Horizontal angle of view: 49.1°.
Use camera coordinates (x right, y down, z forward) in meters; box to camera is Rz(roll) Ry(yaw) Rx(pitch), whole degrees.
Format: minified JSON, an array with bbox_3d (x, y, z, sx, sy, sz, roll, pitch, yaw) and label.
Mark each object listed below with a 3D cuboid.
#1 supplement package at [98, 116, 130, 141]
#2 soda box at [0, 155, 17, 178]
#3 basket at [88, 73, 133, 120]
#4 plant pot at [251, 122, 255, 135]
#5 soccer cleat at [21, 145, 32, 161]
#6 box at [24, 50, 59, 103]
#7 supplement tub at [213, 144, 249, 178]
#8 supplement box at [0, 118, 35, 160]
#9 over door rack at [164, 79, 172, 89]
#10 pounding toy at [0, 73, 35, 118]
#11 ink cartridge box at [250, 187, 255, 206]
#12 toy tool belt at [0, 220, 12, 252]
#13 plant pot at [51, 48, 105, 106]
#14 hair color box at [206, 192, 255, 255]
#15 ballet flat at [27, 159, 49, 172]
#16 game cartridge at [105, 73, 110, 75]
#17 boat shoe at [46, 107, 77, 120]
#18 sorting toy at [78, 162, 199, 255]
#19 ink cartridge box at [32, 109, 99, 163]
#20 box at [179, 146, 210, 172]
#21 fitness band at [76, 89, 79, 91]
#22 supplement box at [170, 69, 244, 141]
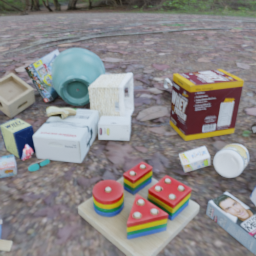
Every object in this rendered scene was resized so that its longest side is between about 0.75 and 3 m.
[{"bbox_3d":[-0.518,0.005,10.941,1.193,0.661,0.929,1,22,3],"label":"supplement package"},{"bbox_3d":[-4.321,1.304,8.768,1.507,0.479,0.515,-9,49,-18],"label":"soda box"},{"bbox_3d":[-0.653,-1.266,12.117,1.511,1.862,1.878,5,29,13],"label":"basket"},{"bbox_3d":[5.280,-0.023,10.920,0.885,0.827,0.827,-11,31,-18],"label":"plant pot"},{"bbox_3d":[-3.428,0.848,9.429,0.290,0.868,0.332,-22,80,-37],"label":"soccer cleat"},{"bbox_3d":[-4.009,-2.763,14.648,0.539,1.954,2.861,-17,23,21],"label":"box"},{"bbox_3d":[3.299,1.001,8.874,0.881,0.881,1.217,19,20,30],"label":"supplement tub"},{"bbox_3d":[-3.901,0.363,9.976,1.054,1.055,0.708,21,36,36],"label":"supplement box"},{"bbox_3d":[3.431,-2.241,14.792,2.144,0.966,2.901,-9,30,-17],"label":"over door rack"},{"bbox_3d":[-5.795,-1.511,12.610,2.284,1.045,2.006,35,55,14],"label":"pounding toy"},{"bbox_3d":[4.465,2.027,6.836,2.297,0.877,1.567,12,26,-16],"label":"ink cartridge box"},{"bbox_3d":[-3.231,2.260,6.480,0.956,0.971,1.555,-17,50,-14],"label":"toy tool belt"},{"bbox_3d":[-2.369,-2.160,13.239,2.628,2.628,1.761,-3,42,-5],"label":"plant pot"},{"bbox_3d":[2.808,2.333,7.053,0.747,0.458,1.509,-17,33,-29],"label":"hair color box"},{"bbox_3d":[-2.998,1.240,9.297,0.798,0.272,0.268,-20,14,-40],"label":"ballet flat"},{"bbox_3d":[-1.549,-2.704,16.146,2.515,0.509,1.677,17,37,28],"label":"game cartridge"},{"bbox_3d":[-2.407,-0.497,10.178,1.132,0.419,0.376,3,66,-29],"label":"boat shoe"},{"bbox_3d":[0.282,1.938,7.384,2.359,0.821,2.344,25,38,37],"label":"sorting toy"},{"bbox_3d":[-2.188,0.205,10.347,1.705,0.966,2.327,5,29,10],"label":"ink cartridge box"},{"bbox_3d":[2.147,1.024,9.044,0.885,0.498,0.449,-17,48,4],"label":"box"},{"bbox_3d":[-2.389,-2.323,15.278,1.239,0.232,0.890,23,64,27],"label":"fitness band"},{"bbox_3d":[2.992,-0.952,11.077,2.214,2.245,1.490,-8,29,-14],"label":"supplement box"}]
